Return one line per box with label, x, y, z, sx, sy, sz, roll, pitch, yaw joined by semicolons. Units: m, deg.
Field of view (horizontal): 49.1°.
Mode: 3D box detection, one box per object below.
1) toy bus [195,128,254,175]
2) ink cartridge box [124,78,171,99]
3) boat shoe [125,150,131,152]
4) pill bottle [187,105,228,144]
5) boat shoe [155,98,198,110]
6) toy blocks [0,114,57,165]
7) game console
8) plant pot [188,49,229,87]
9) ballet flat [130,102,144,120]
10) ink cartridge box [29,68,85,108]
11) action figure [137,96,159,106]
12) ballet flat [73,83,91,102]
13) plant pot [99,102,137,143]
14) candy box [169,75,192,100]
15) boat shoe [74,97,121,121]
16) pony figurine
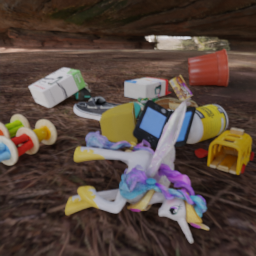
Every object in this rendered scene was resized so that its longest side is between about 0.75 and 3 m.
toy bus;2.840;0.499;7.510;1.719;0.941;1.822;-3;20;-9
ink cartridge box;1.133;-2.163;15.080;1.454;0.842;2.503;16;25;37
boat shoe;0.037;0.828;7.568;0.257;0.284;0.797;-7;22;-21
pill bottle;2.200;-0.096;8.985;1.917;1.074;1.074;-14;24;-33
boat shoe;1.953;-0.800;11.472;1.988;0.752;0.734;-4;23;-8
toy blocks;-3.526;0.387;7.965;1.943;0.846;2.331;10;22;24
game console;1.026;-0.195;7.915;1.309;0.866;1.489;30;53;-6
plant pot;4.909;-3.590;17.444;2.220;2.282;2.282;-5;19;11
ballet flat;0.638;-0.530;11.095;0.601;0.711;1.881;23;7;-38
ink cartridge box;-3.414;-1.980;13.496;2.146;0.902;1.561;-38;37;-28
action figure;1.202;-1.219;13.069;1.840;0.503;1.087;10;25;35
ballet flat;-2.512;-1.980;14.793;0.869;0.864;2.541;2;28;-24
plant pot;-0.313;-0.137;9.178;1.129;1.103;1.096;-6;19;5
candy box;2.410;-1.796;12.800;0.646;1.108;0.313;-30;-2;-38
boat shoe;-1.235;-0.838;11.303;2.643;0.896;0.948;18;26;41
pony figurine;0.302;0.815;5.661;2.655;2.211;2.563;7;53;10
